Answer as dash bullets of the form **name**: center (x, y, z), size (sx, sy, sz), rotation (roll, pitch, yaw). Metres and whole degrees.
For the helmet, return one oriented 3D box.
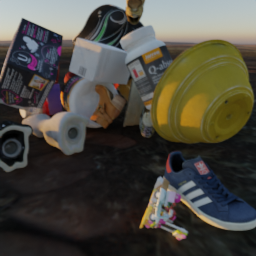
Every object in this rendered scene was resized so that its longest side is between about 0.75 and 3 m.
- **helmet**: center (-0.728, -3.010, 10.722), size (2.669, 2.545, 2.669), rotation (31, -4, 2)

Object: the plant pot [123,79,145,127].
- **plant pot**: center (0.773, -0.740, 9.562), size (1.601, 1.749, 1.749), rotation (11, 18, -3)

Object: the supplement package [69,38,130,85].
- **supplement package**: center (-0.699, -1.855, 8.003), size (0.965, 0.953, 1.591), rotation (28, 20, 30)

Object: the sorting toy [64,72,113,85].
- **sorting toy**: center (-1.990, -2.155, 14.782), size (2.855, 1.172, 1.715), rotation (23, 42, 26)

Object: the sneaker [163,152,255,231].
- **sneaker**: center (1.388, 1.022, 5.068), size (0.767, 0.865, 2.046), rotation (-13, 23, -35)

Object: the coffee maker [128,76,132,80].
- **coffee maker**: center (-0.122, -2.228, 12.167), size (0.786, 0.530, 0.755), rotation (19, 49, 7)

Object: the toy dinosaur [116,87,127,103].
- **toy dinosaur**: center (0.098, -1.493, 13.106), size (1.244, 0.936, 2.433), rotation (8, 9, -16)

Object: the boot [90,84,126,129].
- **boot**: center (-0.737, -0.611, 7.925), size (1.289, 1.001, 0.494), rotation (35, -2, 31)

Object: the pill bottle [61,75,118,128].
- **pill bottle**: center (-1.501, -1.053, 9.970), size (1.654, 1.654, 2.843), rotation (-7, 14, -21)

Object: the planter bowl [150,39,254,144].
- **planter bowl**: center (2.092, -0.528, 6.801), size (2.892, 2.892, 1.205), rotation (-9, 37, -26)

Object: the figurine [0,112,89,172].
- **figurine**: center (-2.755, 0.104, 7.607), size (2.596, 1.117, 2.533), rotation (-13, 17, -41)

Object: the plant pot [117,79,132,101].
- **plant pot**: center (0.472, -1.526, 11.218), size (1.275, 1.392, 1.392), rotation (-41, 18, 7)

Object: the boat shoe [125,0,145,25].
- **boat shoe**: center (0.232, -3.742, 8.764), size (0.642, 0.576, 1.734), rotation (3, 1, 4)

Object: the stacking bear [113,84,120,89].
- **stacking bear**: center (-0.195, -2.312, 15.661), size (1.219, 0.740, 0.693), rotation (-3, 22, -32)

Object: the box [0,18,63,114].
- **box**: center (-3.213, -2.011, 9.123), size (1.477, 1.702, 2.575), rotation (20, 42, -25)

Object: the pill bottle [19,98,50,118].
- **pill bottle**: center (-3.449, -0.742, 10.722), size (1.229, 0.690, 0.690), rotation (-15, 23, -40)

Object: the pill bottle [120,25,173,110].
- **pill bottle**: center (0.622, -1.583, 7.467), size (1.162, 1.997, 1.162), rotation (-25, 7, 3)

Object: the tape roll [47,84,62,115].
- **tape roll**: center (-2.663, -1.032, 10.138), size (0.464, 1.091, 1.091), rotation (-6, 19, -13)

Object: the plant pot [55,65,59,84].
- **plant pot**: center (-3.993, -2.672, 12.677), size (1.899, 1.675, 1.900), rotation (14, 27, -19)

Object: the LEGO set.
- **LEGO set**: center (0.645, 1.333, 4.531), size (0.652, 0.806, 1.752), rotation (21, -2, 9)

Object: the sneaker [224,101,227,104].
- **sneaker**: center (3.552, -1.160, 11.792), size (1.173, 1.074, 2.753), rotation (-5, 8, 9)

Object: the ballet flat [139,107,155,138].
- **ballet flat**: center (0.703, -0.542, 8.511), size (0.607, 1.687, 0.607), rotation (16, -2, 0)
